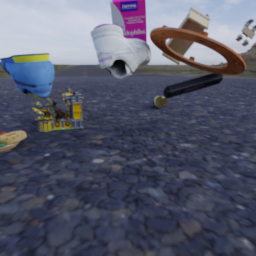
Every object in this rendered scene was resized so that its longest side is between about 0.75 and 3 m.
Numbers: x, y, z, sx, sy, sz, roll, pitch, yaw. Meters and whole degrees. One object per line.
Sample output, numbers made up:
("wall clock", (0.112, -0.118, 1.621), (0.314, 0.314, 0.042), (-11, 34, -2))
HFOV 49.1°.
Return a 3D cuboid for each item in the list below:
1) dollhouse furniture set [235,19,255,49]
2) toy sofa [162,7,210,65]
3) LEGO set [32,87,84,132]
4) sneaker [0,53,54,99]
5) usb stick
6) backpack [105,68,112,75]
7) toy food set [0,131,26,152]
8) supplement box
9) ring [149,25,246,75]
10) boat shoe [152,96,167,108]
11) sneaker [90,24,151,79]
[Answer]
("dollhouse furniture set", (3.891, -2.872, 8.656), (0.780, 0.716, 0.507), (36, -8, -8))
("toy sofa", (2.146, -3.487, 10.584), (0.836, 2.020, 0.985), (26, 52, -11))
("LEGO set", (-2.714, -0.863, 10.931), (2.020, 1.522, 2.627), (-2, 13, -10))
("sneaker", (-2.624, -1.309, 7.211), (0.944, 1.123, 2.864), (-14, 18, -28))
("usb stick", (2.167, -1.421, 9.284), (2.062, 0.336, 0.572), (-17, -20, -10))
("backpack", (-0.250, -3.726, 13.301), (2.125, 1.600, 1.886), (-41, 6, -30))
("toy food set", (-4.009, 0.357, 8.147), (1.710, 0.416, 1.692), (9, 16, 33))
("supplement box", (0.028, -3.265, 9.353), (1.093, 2.161, 1.117), (-6, 37, 0))
("ring", (1.984, -2.237, 8.107), (2.901, 0.278, 2.901), (22, 2, -1))
("boat shoe", (1.645, -1.427, 15.451), (0.612, 0.665, 1.862), (-2, 8, 27))
("sneaker", (-0.127, -1.940, 7.932), (0.990, 1.317, 2.644), (-11, -5, 31))
